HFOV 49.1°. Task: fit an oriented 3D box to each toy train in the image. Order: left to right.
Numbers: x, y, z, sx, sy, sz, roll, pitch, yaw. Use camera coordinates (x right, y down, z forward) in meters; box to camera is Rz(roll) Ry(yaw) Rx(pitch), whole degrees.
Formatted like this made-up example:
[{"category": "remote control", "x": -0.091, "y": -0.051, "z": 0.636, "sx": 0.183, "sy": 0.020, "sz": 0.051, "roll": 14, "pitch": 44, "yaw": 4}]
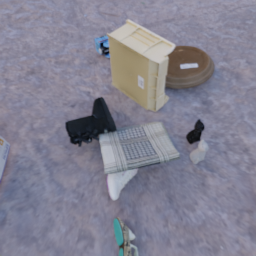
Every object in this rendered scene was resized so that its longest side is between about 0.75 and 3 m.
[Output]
[{"category": "toy train", "x": -0.596, "y": -3.788, "z": 12.576, "sx": 1.785, "sy": 0.774, "sz": 1.020, "roll": -24, "pitch": 48, "yaw": -19}]

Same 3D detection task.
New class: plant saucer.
[{"category": "plant saucer", "x": 2.196, "y": -2.631, "z": 11.608, "sx": 2.704, "sy": 0.398, "sz": 2.704, "roll": -5, "pitch": 48, "yaw": 5}]

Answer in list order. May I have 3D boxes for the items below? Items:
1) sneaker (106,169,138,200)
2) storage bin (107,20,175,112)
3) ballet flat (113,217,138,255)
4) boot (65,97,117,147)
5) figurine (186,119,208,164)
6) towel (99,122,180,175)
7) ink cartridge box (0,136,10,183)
[{"category": "sneaker", "x": -0.159, "y": 1.370, "z": 8.299, "sx": 0.803, "sy": 0.603, "sz": 1.612, "roll": 0, "pitch": 50, "yaw": 16}, {"category": "storage bin", "x": 0.474, "y": -2.168, "z": 10.121, "sx": 1.129, "sy": 2.408, "sz": 2.391, "roll": -38, "pitch": 60, "yaw": -25}, {"category": "ballet flat", "x": -0.038, "y": 3.027, "z": 7.157, "sx": 0.546, "sy": 0.492, "sz": 1.449, "roll": 7, "pitch": 52, "yaw": -24}, {"category": "boot", "x": -1.330, "y": -0.246, "z": 9.270, "sx": 1.521, "sy": 0.687, "sz": 1.856, "roll": -18, "pitch": 43, "yaw": -9}, {"category": "figurine", "x": 2.185, "y": 0.433, "z": 8.697, "sx": 0.480, "sy": 1.088, "sz": 1.115, "roll": -3, "pitch": 62, "yaw": -2}, {"category": "towel", "x": 0.246, "y": 0.470, "z": 8.645, "sx": 2.220, "sy": 0.398, "sz": 2.305, "roll": -11, "pitch": 28, "yaw": -4}, {"category": "ink cartridge box", "x": -4.343, "y": 0.905, "z": 7.299, "sx": 0.604, "sy": 2.791, "sz": 2.741, "roll": -6, "pitch": 54, "yaw": 8}]
